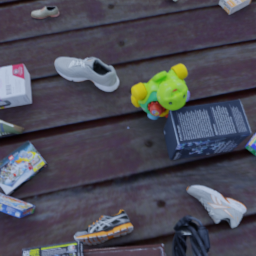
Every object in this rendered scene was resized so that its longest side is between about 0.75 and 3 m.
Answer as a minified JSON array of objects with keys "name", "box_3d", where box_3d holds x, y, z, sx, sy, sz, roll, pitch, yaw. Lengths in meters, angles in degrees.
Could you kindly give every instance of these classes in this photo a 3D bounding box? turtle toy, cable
[{"name":"turtle toy","box_3d":[1.226,-1.084,9.376,2.009,2.756,1.393,-27,84,-3]},{"name":"cable","box_3d":[1.730,3.506,7.277,0.679,2.673,2.181,-10,60,-9]}]

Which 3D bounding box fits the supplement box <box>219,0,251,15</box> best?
[{"name":"supplement box","box_3d":[4.749,-5.627,12.364,1.194,0.439,0.753,-31,71,-11]}]

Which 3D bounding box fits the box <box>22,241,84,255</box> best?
[{"name":"box","box_3d":[-1.706,3.258,6.352,1.422,0.315,1.139,-12,65,7]}]

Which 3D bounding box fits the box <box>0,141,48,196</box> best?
[{"name":"box","box_3d":[-3.757,1.370,9.651,1.611,0.304,1.100,-39,74,-13]}]

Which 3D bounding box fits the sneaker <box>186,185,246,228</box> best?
[{"name":"sneaker","box_3d":[2.747,2.529,9.009,1.948,0.737,0.896,24,74,11]}]

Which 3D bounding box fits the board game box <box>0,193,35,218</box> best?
[{"name":"board game box","box_3d":[-3.840,2.412,8.868,1.489,1.008,0.256,17,83,6]}]

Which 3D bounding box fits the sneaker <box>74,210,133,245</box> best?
[{"name":"sneaker","box_3d":[-0.798,3.151,8.823,1.827,0.715,0.706,-13,53,-7]}]

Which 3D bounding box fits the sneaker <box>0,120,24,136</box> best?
[{"name":"sneaker","box_3d":[-4.630,0.089,10.107,1.631,0.547,0.732,18,85,2]}]

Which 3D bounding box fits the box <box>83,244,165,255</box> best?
[{"name":"box","box_3d":[-0.378,4.361,7.187,2.884,2.393,2.369,-7,68,6]}]

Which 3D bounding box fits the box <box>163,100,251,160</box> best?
[{"name":"box","box_3d":[2.512,0.115,9.380,2.335,1.733,1.250,-8,68,-3]}]

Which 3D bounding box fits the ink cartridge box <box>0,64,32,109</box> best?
[{"name":"ink cartridge box","box_3d":[-4.704,-1.496,10.529,1.890,0.809,1.395,-11,69,-2]}]

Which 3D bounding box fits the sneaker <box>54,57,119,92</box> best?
[{"name":"sneaker","box_3d":[-1.591,-2.321,10.635,2.641,1.215,1.000,17,68,7]}]

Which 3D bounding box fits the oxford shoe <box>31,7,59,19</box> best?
[{"name":"oxford shoe","box_3d":[-3.630,-5.065,12.141,1.208,0.446,0.427,-11,69,-4]}]

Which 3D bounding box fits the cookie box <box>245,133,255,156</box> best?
[{"name":"cookie box","box_3d":[4.899,0.665,9.878,1.120,0.421,0.958,39,75,15]}]
